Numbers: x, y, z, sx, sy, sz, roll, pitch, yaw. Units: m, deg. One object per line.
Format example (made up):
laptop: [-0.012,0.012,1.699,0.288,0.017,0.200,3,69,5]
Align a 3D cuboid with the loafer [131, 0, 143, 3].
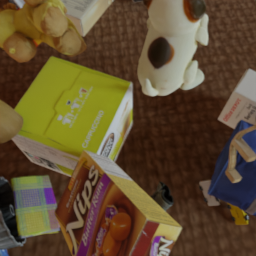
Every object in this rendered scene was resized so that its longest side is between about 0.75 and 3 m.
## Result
loafer: [1.094,-5.746,11.600,2.354,0.860,0.836,-23,65,-11]

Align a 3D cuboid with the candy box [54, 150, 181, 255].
candy box: [-0.418,1.640,5.057,0.765,2.711,1.581,23,94,-31]

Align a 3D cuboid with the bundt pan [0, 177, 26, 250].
bundt pan: [-3.270,2.210,7.094,0.692,1.845,1.845,-20,65,-11]

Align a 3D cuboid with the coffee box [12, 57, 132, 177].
coffee box: [-1.428,-0.069,7.900,2.442,2.414,2.438,20,65,10]

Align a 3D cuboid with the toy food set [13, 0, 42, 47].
toy food set: [-4.004,-4.345,10.392,1.256,2.631,1.184,14,59,48]

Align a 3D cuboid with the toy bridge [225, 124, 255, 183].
toy bridge: [2.093,0.387,5.070,0.203,1.492,0.502,-9,47,-22]

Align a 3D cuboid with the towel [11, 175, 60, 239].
towel: [-2.556,2.134,7.711,1.200,0.190,1.671,4,56,-44]

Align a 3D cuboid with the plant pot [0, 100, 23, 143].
plant pot: [-2.910,-0.272,6.084,0.869,0.932,0.869,-8,51,10]

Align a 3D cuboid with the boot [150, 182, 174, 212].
boot: [0.457,1.541,5.667,0.558,1.647,1.076,36,92,-8]

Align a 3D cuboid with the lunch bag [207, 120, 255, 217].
lunch bag: [3.367,1.054,7.425,1.718,1.764,2.597,27,30,14]

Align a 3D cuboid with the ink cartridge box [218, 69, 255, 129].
ink cartridge box: [4.197,-0.374,8.413,2.476,1.807,1.041,32,69,16]

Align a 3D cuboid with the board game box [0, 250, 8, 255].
board game box: [-4.047,3.392,7.310,1.568,0.399,2.316,-24,66,-12]

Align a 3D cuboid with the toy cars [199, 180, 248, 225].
toy cars: [2.710,2.041,7.905,1.657,0.743,0.367,33,34,15]

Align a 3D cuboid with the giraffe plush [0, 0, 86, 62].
giraffe plush: [-2.835,-2.864,7.857,2.270,2.415,2.799,-29,66,5]

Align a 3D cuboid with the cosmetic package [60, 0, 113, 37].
cosmetic package: [-1.683,-4.997,11.200,1.348,0.911,2.562,27,67,13]

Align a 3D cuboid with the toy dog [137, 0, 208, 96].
toy dog: [0.974,-2.273,6.954,1.803,2.583,2.505,33,50,27]

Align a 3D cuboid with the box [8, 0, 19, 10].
box: [-4.385,-5.260,11.228,0.569,1.062,0.788,14,63,-1]
